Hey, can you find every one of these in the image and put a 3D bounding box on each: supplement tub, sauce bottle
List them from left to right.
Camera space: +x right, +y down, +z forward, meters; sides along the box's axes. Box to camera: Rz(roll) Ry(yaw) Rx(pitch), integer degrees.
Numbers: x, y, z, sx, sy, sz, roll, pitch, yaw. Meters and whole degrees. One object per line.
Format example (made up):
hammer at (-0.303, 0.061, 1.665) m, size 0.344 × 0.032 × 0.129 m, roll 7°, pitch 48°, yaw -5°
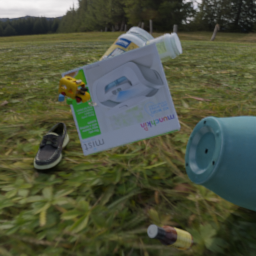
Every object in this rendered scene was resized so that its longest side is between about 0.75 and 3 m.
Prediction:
supplement tub at (-0.085, -2.381, 10.727) m, size 1.797 × 1.797 × 2.485 m, roll 27°, pitch 76°, yaw 46°
supplement tub at (1.077, -2.484, 8.875) m, size 1.073 × 0.778 × 0.778 m, roll -15°, pitch 17°, yaw 25°
sauce bottle at (0.695, 1.799, 4.632) m, size 0.985 × 0.325 × 0.325 m, roll 31°, pitch 4°, yaw -36°

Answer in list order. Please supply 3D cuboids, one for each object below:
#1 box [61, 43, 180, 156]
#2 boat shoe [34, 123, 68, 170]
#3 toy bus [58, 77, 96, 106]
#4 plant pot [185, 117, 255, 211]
box at (-0.143, -0.667, 7.431) m, size 2.522 × 2.225 × 1.219 m, roll -15°, pitch -3°, yaw 8°
boat shoe at (-2.887, 0.585, 10.519) m, size 0.948 × 0.872 × 2.653 m, roll 2°, pitch 24°, yaw 4°
toy bus at (-1.021, -0.764, 5.573) m, size 0.734 × 0.379 × 0.692 m, roll 1°, pitch 31°, yaw -22°
plant pot at (2.890, 0.797, 7.179) m, size 2.400 × 2.555 × 2.555 m, roll 15°, pitch 21°, yaw -13°
